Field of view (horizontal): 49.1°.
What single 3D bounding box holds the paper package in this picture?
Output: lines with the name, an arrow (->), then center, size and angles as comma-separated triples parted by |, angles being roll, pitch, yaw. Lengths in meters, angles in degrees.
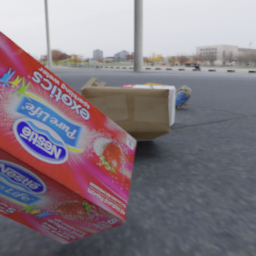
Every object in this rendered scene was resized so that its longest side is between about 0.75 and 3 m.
paper package -> -0.183, -0.341, 8.241 | 2.384, 1.233, 2.272 | 0, -8, -9

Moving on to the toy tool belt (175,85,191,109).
toy tool belt -> 2.788, -1.491, 14.814 | 0.880, 1.409, 0.866 | 26, 38, -9

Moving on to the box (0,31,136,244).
box -> -1.347, 0.179, 3.597 | 1.364, 2.857, 1.424 | -30, 34, 33

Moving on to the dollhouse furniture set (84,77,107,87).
dollhouse furniture set -> -0.945, -0.902, 11.260 | 1.729, 1.588, 1.125 | 29, 71, 37

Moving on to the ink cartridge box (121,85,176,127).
ink cartridge box -> 0.824, -0.932, 11.528 | 2.128, 1.540, 0.897 | 4, 15, 14

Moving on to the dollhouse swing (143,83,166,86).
dollhouse swing -> 1.490, -1.494, 16.213 | 1.935, 1.872, 2.129 | 40, -10, -32
